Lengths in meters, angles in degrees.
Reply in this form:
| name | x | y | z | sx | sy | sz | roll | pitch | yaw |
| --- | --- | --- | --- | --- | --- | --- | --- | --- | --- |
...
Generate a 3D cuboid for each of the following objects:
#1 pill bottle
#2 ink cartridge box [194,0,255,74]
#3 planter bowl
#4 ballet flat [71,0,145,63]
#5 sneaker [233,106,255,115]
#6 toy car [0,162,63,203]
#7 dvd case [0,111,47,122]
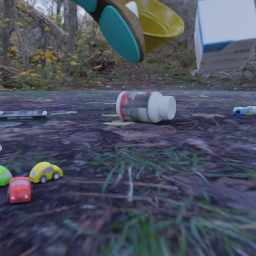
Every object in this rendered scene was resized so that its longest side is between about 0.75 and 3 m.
| name | x | y | z | sx | sy | sz | roll | pitch | yaw |
| --- | --- | --- | --- | --- | --- | --- | --- | --- | --- |
| pill bottle | 0.646 | -0.751 | 9.946 | 1.936 | 1.072 | 1.072 | 5 | 11 | 30 |
| ink cartridge box | 3.135 | -3.023 | 9.336 | 1.616 | 1.608 | 2.203 | -5 | -14 | 8 |
| planter bowl | 0.348 | -3.457 | 9.732 | 2.952 | 1.230 | 2.952 | 11 | 44 | -11 |
| ballet flat | -0.460 | -2.830 | 6.557 | 1.048 | 2.896 | 0.982 | -48 | 3 | -31 |
| sneaker | 5.027 | -0.688 | 12.021 | 0.985 | 0.373 | 0.517 | -3 | 19 | 31 |
| toy car | -1.585 | 0.668 | 3.848 | 1.069 | 0.253 | 1.136 | 2 | 9 | 12 |
| dvd case | -4.135 | -0.464 | 10.826 | 1.886 | 0.233 | 1.418 | -3 | 10 | -14 |
